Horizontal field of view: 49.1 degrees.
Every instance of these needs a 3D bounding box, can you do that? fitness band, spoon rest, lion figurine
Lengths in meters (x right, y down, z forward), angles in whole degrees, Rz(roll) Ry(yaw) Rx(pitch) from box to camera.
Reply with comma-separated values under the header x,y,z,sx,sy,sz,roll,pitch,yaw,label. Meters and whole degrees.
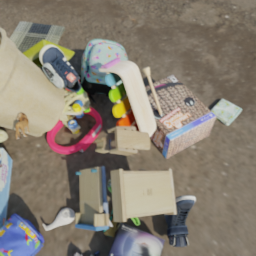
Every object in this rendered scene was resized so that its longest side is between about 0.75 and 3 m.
x,y,z,sx,sy,sz,roll,pitch,yaw,label
-1.861,0.058,9.907,1.543,0.402,2.149,26,57,21,fitness band
-1.978,2.646,8.046,0.954,0.289,0.474,-23,57,-32,spoon rest
-2.782,-0.061,7.328,0.318,0.537,0.877,-7,17,-13,lion figurine

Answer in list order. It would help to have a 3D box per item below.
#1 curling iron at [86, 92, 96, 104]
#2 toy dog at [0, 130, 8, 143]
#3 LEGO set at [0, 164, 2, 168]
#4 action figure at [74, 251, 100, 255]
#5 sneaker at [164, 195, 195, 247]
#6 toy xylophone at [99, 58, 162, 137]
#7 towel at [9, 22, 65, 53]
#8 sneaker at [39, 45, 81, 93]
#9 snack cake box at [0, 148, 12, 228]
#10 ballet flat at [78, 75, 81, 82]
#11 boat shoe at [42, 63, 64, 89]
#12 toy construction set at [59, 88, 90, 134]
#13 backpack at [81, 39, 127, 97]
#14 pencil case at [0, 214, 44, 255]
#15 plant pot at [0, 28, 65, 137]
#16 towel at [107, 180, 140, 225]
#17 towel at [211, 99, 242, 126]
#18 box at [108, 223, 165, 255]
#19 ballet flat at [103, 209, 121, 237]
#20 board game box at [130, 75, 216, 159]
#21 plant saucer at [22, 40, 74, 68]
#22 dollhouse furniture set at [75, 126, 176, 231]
x,y,z,sx,sy,sz,roll,pitch,yaw,label
-1.516,-1.327,10.954,0.145,0.281,1.133,2,43,-37,curling iron
-5.243,-0.725,9.718,2.553,1.837,2.633,-29,51,32,toy dog
-4.438,0.408,7.600,2.458,1.890,1.424,31,34,26,LEGO set
-1.050,3.580,7.177,0.981,0.513,0.949,-36,70,-24,action figure
1.408,2.465,7.291,0.578,1.521,1.099,6,53,-11,sneaker
0.200,-0.721,8.159,0.689,2.742,2.008,-7,14,31,toy xylophone
-4.317,-4.059,13.011,2.324,0.417,2.413,8,52,2,towel
-1.988,-1.765,8.729,0.839,1.985,0.744,41,84,25,sneaker
-4.359,1.959,8.129,1.496,0.874,2.602,-8,54,-4,snack cake box
-2.005,-1.995,10.622,0.490,1.474,0.419,-8,84,38,ballet flat
-2.217,-1.478,8.189,0.294,0.843,0.300,-25,24,20,boat shoe
-2.622,-1.014,10.092,2.908,1.340,1.907,22,56,12,toy construction set
-0.845,-2.290,10.176,1.700,1.482,1.934,4,62,-18,backpack
-3.305,3.600,6.718,1.298,1.166,2.989,25,57,19,pencil case
-3.448,-1.040,8.453,2.804,2.567,2.804,-20,54,31,plant pot
-0.113,1.895,7.396,0.243,1.585,1.182,-39,89,-7,towel
3.621,-0.602,10.445,0.863,0.243,1.008,37,61,23,towel
0.154,3.322,7.195,1.242,0.765,1.232,17,54,12,box
-0.346,2.565,8.045,0.373,0.406,1.183,34,54,-9,ballet flat
1.463,-0.452,9.759,1.873,1.138,2.349,-26,57,-18,board game box
-2.832,-2.467,9.884,1.388,1.386,0.332,-17,75,33,plant saucer
-0.274,1.410,7.463,1.615,2.475,2.337,7,72,-37,dollhouse furniture set
